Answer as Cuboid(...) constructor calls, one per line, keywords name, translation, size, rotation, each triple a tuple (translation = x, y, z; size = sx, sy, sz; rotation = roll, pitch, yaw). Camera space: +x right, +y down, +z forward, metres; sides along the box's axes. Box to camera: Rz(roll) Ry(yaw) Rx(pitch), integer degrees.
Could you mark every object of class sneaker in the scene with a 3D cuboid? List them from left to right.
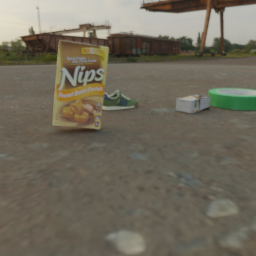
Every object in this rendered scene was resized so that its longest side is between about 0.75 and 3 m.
Cuboid(name="sneaker", translation=(-0.346, -1.289, 12.664), size=(1.851, 0.831, 0.621), rotation=(-9, 18, -29))

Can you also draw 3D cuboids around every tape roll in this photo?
Cuboid(name="tape roll", translation=(5.247, -1.418, 13.473), size=(2.702, 0.649, 2.702), rotation=(0, 16, 0))

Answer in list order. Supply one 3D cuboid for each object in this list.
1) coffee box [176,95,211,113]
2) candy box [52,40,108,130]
Cuboid(name="coffee box", translation=(2.878, -1.061, 12.334), size=(1.432, 0.571, 0.819), rotation=(-13, 20, -38))
Cuboid(name="candy box", translation=(-1.558, -1.347, 9.028), size=(1.527, 2.645, 0.731), rotation=(4, 12, -16))
